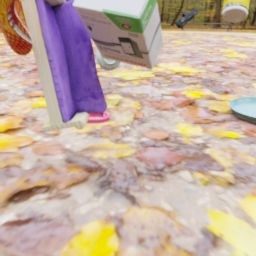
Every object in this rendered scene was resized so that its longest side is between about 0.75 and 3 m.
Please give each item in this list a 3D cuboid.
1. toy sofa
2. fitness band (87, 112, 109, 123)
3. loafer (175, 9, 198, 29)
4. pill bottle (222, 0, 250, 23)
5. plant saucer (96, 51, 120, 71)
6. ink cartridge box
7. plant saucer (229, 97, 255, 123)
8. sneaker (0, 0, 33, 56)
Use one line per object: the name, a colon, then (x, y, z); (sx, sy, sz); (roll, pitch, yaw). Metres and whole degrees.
toy sofa: (-1.232, -1.282, 5.442); (1.250, 2.562, 1.061); (-9, 14, 1)
fitness band: (-1.228, -0.398, 10.543); (1.047, 0.196, 0.752); (-2, 24, -1)
loafer: (2.500, -4.731, 11.953); (1.175, 0.412, 0.399); (-41, 7, -7)
pill bottle: (2.089, -2.500, 5.357); (0.463, 0.831, 0.463); (12, -11, 2)
plant saucer: (-0.829, -3.105, 12.346); (1.155, 1.155, 0.290); (-8, 11, -17)
ink cartridge box: (-0.083, -1.944, 5.393); (1.266, 0.729, 1.735); (18, -12, 17)
plant saucer: (5.290, -0.647, 10.905); (2.650, 0.363, 2.650); (0, 23, 0)
sneaker: (-1.907, -1.844, 4.359); (0.521, 1.429, 0.551); (-20, 37, -23)
